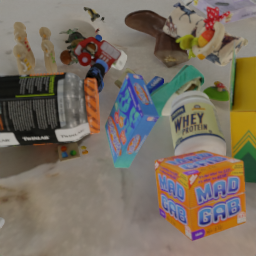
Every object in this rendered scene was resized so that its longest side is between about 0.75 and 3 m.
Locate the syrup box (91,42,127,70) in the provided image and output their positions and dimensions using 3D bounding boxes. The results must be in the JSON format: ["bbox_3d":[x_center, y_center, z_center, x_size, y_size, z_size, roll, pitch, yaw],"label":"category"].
[{"bbox_3d":[-0.812,-2.625,10.011,1.429,0.563,0.582,25,91,22],"label":"syrup box"}]

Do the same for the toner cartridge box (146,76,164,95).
[{"bbox_3d":[0.605,-0.945,8.515,0.297,0.653,1.374,24,51,28],"label":"toner cartridge box"}]

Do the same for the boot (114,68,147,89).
[{"bbox_3d":[0.089,-1.400,8.886,0.905,0.326,0.700,38,78,13],"label":"boot"}]

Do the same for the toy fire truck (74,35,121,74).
[{"bbox_3d":[-1.036,-2.435,9.246,1.322,1.110,0.741,34,13,-23],"label":"toy fire truck"}]

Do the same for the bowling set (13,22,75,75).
[{"bbox_3d":[-2.932,-2.838,9.700,1.945,1.500,2.795,-15,49,-14],"label":"bowling set"}]

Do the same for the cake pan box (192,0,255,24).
[{"bbox_3d":[4.675,-5.843,13.079,2.549,0.667,2.347,-20,52,-17],"label":"cake pan box"}]

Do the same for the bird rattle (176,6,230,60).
[{"bbox_3d":[2.421,-2.736,8.429,1.727,0.973,1.408,-38,36,24],"label":"bird rattle"}]

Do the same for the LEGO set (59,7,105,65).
[{"bbox_3d":[-1.533,-3.073,9.580,2.026,1.316,0.574,-39,22,15],"label":"LEGO set"}]

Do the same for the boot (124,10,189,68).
[{"bbox_3d":[1.017,-3.396,10.691,2.477,0.854,2.658,5,51,0],"label":"boot"}]

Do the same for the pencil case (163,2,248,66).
[{"bbox_3d":[2.615,-3.236,9.707,2.819,1.097,1.261,41,96,23],"label":"pencil case"}]

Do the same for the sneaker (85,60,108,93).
[{"bbox_3d":[-1.034,-1.353,8.281,0.554,1.581,0.616,32,62,2],"label":"sneaker"}]

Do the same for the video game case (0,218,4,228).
[{"bbox_3d":[-3.610,2.364,5.746,1.420,0.172,1.560,13,46,14],"label":"video game case"}]

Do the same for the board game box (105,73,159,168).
[{"bbox_3d":[-0.002,-0.141,6.785,0.418,1.858,1.413,4,46,-24],"label":"board game box"}]

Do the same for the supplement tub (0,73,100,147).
[{"bbox_3d":[-2.277,-0.479,7.279,2.998,1.837,1.837,-4,47,-3],"label":"supplement tub"}]

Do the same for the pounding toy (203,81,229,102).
[{"bbox_3d":[2.865,-1.198,8.653,1.055,0.490,0.814,-8,33,-29],"label":"pounding toy"}]

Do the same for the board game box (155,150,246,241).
[{"bbox_3d":[1.398,1.242,5.587,1.231,1.231,1.232,-10,10,-20],"label":"board game box"}]

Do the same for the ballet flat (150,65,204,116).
[{"bbox_3d":[1.460,-0.987,8.404,0.983,0.940,2.793,36,56,19],"label":"ballet flat"}]

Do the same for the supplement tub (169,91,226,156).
[{"bbox_3d":[1.689,0.015,7.037,1.205,1.205,1.662,-2,53,-1],"label":"supplement tub"}]

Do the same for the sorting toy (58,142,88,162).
[{"bbox_3d":[-1.475,0.593,7.476,0.751,0.101,0.560,-12,48,-11],"label":"sorting toy"}]

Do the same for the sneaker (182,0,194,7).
[{"bbox_3d":[2.201,-4.651,9.902,0.390,0.334,0.895,48,52,-6],"label":"sneaker"}]

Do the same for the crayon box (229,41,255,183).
[{"bbox_3d":[2.737,-0.285,6.321,0.733,2.841,1.786,1,47,24],"label":"crayon box"}]
